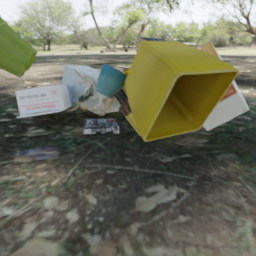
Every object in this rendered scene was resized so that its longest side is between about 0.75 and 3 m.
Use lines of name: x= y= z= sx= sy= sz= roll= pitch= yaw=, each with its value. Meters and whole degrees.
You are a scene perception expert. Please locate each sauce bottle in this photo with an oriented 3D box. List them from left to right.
sauce bottle: x=0.176 y=-0.480 z=9.152 sx=0.585 sy=1.808 sz=0.585 roll=-36 pitch=7 yaw=5

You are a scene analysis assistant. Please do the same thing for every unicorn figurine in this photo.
unicorn figurine: x=-1.403 y=-1.299 z=11.008 sx=1.984 sy=1.363 sz=0.733 roll=19 pitch=-6 yaw=8

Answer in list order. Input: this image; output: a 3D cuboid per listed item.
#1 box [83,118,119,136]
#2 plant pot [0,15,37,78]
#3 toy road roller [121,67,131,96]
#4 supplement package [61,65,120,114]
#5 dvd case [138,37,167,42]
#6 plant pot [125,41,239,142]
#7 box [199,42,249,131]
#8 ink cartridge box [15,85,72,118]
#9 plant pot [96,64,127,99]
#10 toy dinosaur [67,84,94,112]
box: x=-0.990 y=-0.052 z=10.080 sx=1.255 sy=0.312 sz=0.990 roll=-3 pitch=19 yaw=-8
plant pot: x=-5.100 y=-3.258 z=11.740 sx=2.137 sy=2.251 sz=2.251 roll=34 pitch=15 yaw=-12
toy road roller: x=0.725 y=-1.778 z=10.387 sx=1.820 sy=1.532 sz=2.493 roll=-41 pitch=20 yaw=-17
supplement package: x=-1.615 y=-1.751 z=12.423 sx=2.474 sy=1.446 sz=1.451 roll=28 pitch=23 yaw=32
dvd case: x=0.940 y=-2.739 z=8.964 sx=0.855 sy=0.092 sz=1.150 roll=-5 pitch=29 yaw=-26
plant pot: x=1.163 y=-1.212 z=7.684 sx=2.201 sy=2.201 sz=1.941 roll=-10 pitch=51 yaw=-33
box: x=2.839 y=-1.453 z=9.818 sx=1.571 sy=1.231 sz=2.526 roll=-31 pitch=50 yaw=24
ink cartridge box: x=-3.194 y=-1.089 z=10.783 sx=1.634 sy=0.963 sz=2.838 roll=-9 pitch=10 yaw=-3
plant pot: x=-0.633 y=-1.508 z=9.386 sx=0.947 sy=0.890 sz=0.947 roll=27 pitch=-2 yaw=1
toy dinosaur: x=-1.651 y=-1.095 z=10.383 sx=1.490 sy=0.354 sz=0.656 roll=-49 pitch=14 yaw=-22
